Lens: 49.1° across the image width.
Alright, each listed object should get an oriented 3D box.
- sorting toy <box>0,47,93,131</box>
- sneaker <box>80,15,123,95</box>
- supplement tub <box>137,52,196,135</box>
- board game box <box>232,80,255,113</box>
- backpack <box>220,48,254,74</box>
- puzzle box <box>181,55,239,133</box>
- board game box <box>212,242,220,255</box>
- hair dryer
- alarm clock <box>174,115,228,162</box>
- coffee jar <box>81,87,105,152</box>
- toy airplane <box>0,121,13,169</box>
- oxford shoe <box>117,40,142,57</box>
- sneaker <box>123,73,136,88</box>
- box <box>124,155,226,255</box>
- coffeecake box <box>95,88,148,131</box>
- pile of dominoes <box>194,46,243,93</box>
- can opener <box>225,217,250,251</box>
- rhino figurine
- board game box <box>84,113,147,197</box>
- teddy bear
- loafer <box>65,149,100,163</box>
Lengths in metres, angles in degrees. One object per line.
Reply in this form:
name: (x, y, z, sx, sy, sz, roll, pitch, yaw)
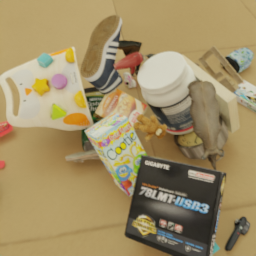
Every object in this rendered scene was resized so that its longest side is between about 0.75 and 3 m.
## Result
sorting toy: (-2.732, -1.184, 9.060, 2.580, 1.531, 2.866, -14, 84, -4)
sneaker: (-0.653, -2.411, 9.487, 0.931, 1.441, 2.656, 5, 66, 30)
supplement tub: (1.532, -1.105, 9.541, 1.791, 2.552, 1.791, -16, 49, 20)
board game box: (5.305, -1.249, 11.835, 1.078, 0.295, 1.707, -38, 62, -24)
backpack: (5.135, -3.109, 12.898, 1.295, 0.995, 1.056, -16, 54, -28)
puzzle box: (2.843, -1.262, 10.103, 0.364, 1.903, 2.860, -36, 51, 0)
board game box: (1.656, 3.697, 7.666, 1.551, 1.171, 0.364, -26, 60, -18)
hair dryer: (0.175, -2.010, 9.266, 1.517, 1.155, 0.412, -3, 57, -39)
alarm clock: (2.615, 0.421, 9.652, 1.800, 0.889, 2.669, -33, 24, 9)
coffee jar: (-1.194, -0.384, 10.682, 1.387, 1.135, 2.659, -10, 54, -7)
toy airplane: (-5.354, 0.748, 10.255, 2.674, 0.492, 2.674, 0, 54, 0)
oxford shoe: (0.047, -3.227, 11.554, 0.622, 0.722, 1.712, 22, 21, 27)
sneaker: (-0.021, -2.111, 12.425, 0.401, 0.370, 0.910, -24, 57, -19)
box: (1.178, 2.026, 7.280, 2.300, 0.572, 2.283, 10, 86, 32)
coffeecake box: (-0.213, -0.614, 9.650, 1.447, 0.529, 1.111, 30, 91, 8)
pile of dominoes: (3.490, -2.117, 11.016, 1.902, 1.482, 0.303, 50, 53, -2)
can opener: (3.304, 3.220, 8.514, 0.478, 0.386, 1.217, 35, 61, 22)
rhino figurine: (2.166, -0.090, 7.770, 0.783, 1.146, 2.620, -9, 90, 7)
board game box: (-0.220, 0.806, 8.836, 1.170, 2.231, 1.149, -34, 21, -15)
teddy bear: (0.656, -0.016, 8.430, 1.036, 0.346, 0.751, 42, 86, -1)
loafer: (-1.509, 1.034, 9.699, 1.270, 0.399, 0.457, -13, 11, -7)
